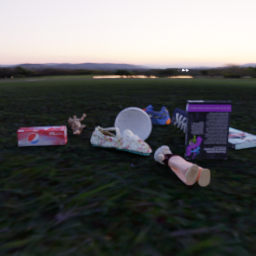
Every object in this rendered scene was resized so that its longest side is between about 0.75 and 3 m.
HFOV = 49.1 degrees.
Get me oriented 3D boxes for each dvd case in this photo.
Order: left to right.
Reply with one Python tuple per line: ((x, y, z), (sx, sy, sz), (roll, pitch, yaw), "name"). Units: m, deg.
((4.524, 0.416, 12.215), (1.687, 0.254, 2.311), (-5, 16, -20), "dvd case")

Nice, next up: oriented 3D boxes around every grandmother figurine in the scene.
((1.465, 1.103, 8.716), (1.396, 0.697, 2.301), (30, -1, -22), "grandmother figurine")

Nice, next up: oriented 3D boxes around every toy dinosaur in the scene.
((-2.433, -0.032, 13.149), (0.643, 1.015, 1.497), (13, 39, -23), "toy dinosaur")

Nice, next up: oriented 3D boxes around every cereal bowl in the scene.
((0.213, -0.126, 11.831), (1.519, 1.519, 0.633), (1, 13, 3), "cereal bowl")

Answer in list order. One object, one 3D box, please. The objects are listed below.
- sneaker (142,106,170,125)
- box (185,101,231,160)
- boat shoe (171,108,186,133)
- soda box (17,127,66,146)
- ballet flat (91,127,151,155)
((1.029, -0.741, 15.276), (2.522, 0.989, 0.950), (2, 13, 12), "sneaker")
((2.766, 0.088, 9.828), (1.473, 2.060, 0.372), (0, 10, -1), "box")
((2.457, -0.095, 11.972), (1.273, 1.025, 2.746), (17, 18, 4), "boat shoe")
((-3.541, 0.347, 11.614), (1.900, 0.665, 0.603), (-2, 15, -7), "soda box")
((-0.336, 0.443, 10.751), (2.640, 0.844, 0.998), (8, 5, 27), "ballet flat")
